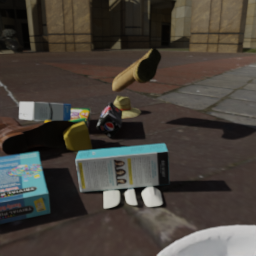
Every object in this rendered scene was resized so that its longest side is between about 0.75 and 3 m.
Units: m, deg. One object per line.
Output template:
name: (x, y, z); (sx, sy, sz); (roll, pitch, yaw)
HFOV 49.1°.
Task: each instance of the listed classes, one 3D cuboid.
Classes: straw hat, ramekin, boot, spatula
straw hat: (-0.267, -1.037, 12.576); (1.792, 0.759, 1.792); (1, 20, 0)
ramekin: (1.358, 2.298, 2.186); (2.938, 1.432, 2.938); (0, 19, 0)
boot: (0.140, -1.802, 10.124); (2.102, 0.695, 1.841); (-27, 20, 45)
boot: (-3.480, 0.032, 9.584); (2.610, 0.899, 2.800); (-10, 16, -38)
spatula: (0.064, 1.366, 6.801); (1.297, 0.150, 1.865); (-7, 19, -2)

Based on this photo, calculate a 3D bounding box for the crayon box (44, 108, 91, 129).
crayon box: (-2.273, -0.291, 10.815); (1.522, 0.514, 1.764); (-1, 20, -3)

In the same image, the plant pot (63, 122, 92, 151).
plant pot: (-1.640, 0.322, 8.873); (0.757, 0.736, 0.740); (-14, 23, -14)

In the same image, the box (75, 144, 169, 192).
box: (-0.113, 0.929, 6.580); (2.096, 0.863, 0.515); (-5, 19, 0)

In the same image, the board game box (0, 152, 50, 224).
board game box: (-2.761, 1.300, 6.343); (1.661, 0.516, 2.200); (-7, 21, -20)

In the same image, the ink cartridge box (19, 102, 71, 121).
ink cartridge box: (-2.366, -0.466, 8.002); (0.858, 0.495, 1.183); (5, 4, 44)

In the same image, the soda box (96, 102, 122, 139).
soda box: (-0.660, -0.329, 10.391); (0.685, 0.613, 1.936); (39, 14, -13)
